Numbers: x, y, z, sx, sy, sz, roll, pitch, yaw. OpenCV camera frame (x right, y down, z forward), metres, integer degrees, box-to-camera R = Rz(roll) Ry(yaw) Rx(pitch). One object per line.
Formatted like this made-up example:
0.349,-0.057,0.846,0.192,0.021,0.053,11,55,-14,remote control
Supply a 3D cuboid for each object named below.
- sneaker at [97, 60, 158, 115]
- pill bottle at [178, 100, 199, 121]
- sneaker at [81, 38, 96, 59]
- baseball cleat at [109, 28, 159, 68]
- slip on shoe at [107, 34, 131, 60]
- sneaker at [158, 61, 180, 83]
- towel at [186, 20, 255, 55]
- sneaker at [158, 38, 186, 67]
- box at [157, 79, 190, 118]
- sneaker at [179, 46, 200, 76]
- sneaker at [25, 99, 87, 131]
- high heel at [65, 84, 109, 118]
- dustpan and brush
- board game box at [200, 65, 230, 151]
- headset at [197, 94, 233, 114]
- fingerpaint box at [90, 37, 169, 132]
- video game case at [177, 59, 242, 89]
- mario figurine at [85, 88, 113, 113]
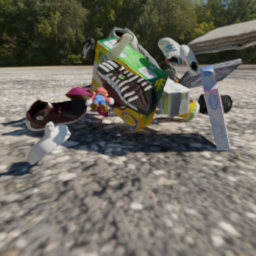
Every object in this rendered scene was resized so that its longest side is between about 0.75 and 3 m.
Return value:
0.012,-0.871,8.285,0.932,1.423,2.464,-27,52,-19,sneaker
1.942,-0.883,10.913,1.437,0.798,0.798,22,10,-14,pill bottle
-1.280,-2.741,9.678,0.484,0.356,1.070,-2,-16,-25,sneaker
0.266,-2.676,10.129,2.334,0.814,1.242,36,-6,-9,baseball cleat
-0.301,-2.460,8.518,0.351,0.948,0.290,37,4,-32,slip on shoe
2.085,-2.040,12.596,0.966,2.405,1.038,-23,-15,-7,sneaker
2.874,-2.384,7.180,1.589,0.413,2.397,-33,24,-33,towel
1.247,-2.223,8.321,0.585,0.440,1.251,-36,61,-21,sneaker
1.346,-1.069,9.524,0.758,0.841,1.495,-14,31,-21,box
1.627,-1.790,7.298,0.338,0.869,0.432,-33,-1,9,sneaker
-2.360,-0.596,9.290,2.166,0.820,1.251,-23,-18,-17,sneaker
-1.676,-0.967,11.471,1.208,0.847,2.513,-22,37,-17,high heel
-1.675,0.224,5.998,1.159,0.475,1.661,-41,8,-25,dustpan and brush
2.457,-0.615,8.004,0.399,1.840,1.831,-12,27,16,board game box
3.859,-1.267,12.550,1.565,1.191,2.535,5,5,22,headset
-0.074,-1.485,9.513,0.928,2.111,2.530,-27,58,-36,fingerpaint box
2.853,-1.889,10.288,2.152,0.204,1.538,-13,-13,-14,video game case
-0.593,-0.531,5.906,0.410,0.477,0.773,-38,24,21,mario figurine
